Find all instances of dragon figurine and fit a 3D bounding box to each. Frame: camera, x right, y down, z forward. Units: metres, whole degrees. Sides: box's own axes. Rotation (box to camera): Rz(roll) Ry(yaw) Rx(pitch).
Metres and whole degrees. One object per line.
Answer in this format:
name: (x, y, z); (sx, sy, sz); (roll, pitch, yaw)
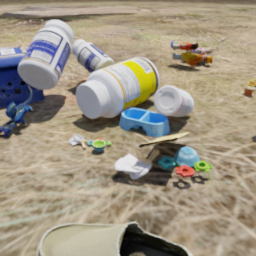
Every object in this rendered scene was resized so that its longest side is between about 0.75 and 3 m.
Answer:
dragon figurine: (-3.410, -0.472, 8.647); (0.504, 1.714, 0.852); (30, 5, 3)

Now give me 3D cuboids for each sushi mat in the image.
sushi mat: (0.988, 0.302, 7.255); (0.962, 0.122, 2.011); (-11, -1, 20)

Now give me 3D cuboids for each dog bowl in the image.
dog bowl: (0.507, -0.212, 8.959); (1.690, 0.419, 0.942); (14, 33, 24)

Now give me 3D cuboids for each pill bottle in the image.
pill bottle: (1.534, -0.806, 9.022); (0.898, 0.898, 1.584); (18, 8, 29)
pill bottle: (-2.763, -2.584, 9.765); (1.344, 1.344, 2.322); (7, 58, 12)
pill bottle: (-1.451, -2.764, 11.137); (0.956, 0.956, 1.722); (-28, 62, -40)
pill bottle: (-0.331, -1.375, 9.776); (1.627, 1.627, 2.978); (22, 37, 34)

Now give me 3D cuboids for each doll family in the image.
doll family: (3.489, -3.739, 14.736); (1.721, 1.249, 2.772); (15, 15, 38)

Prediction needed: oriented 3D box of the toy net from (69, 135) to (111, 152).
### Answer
toy net: (-1.136, 0.362, 8.079); (1.243, 0.240, 0.652); (14, 35, 23)

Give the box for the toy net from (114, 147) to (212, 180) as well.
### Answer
toy net: (0.812, 0.995, 6.872); (2.265, 0.437, 1.188); (-9, 33, -12)

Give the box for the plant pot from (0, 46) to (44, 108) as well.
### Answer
plant pot: (-4.494, -2.043, 10.768); (2.031, 1.826, 2.032); (-14, 32, -21)

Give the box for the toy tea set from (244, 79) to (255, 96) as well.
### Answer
toy tea set: (5.391, -1.813, 11.581); (0.981, 0.610, 1.649); (18, 34, 28)

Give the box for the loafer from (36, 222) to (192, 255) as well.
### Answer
loafer: (-0.184, 1.969, 4.407); (2.885, 0.985, 1.092); (5, 29, 18)

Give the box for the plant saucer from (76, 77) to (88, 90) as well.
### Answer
plant saucer: (-1.171, -1.811, 11.867); (2.086, 0.337, 2.086); (1, 30, 0)
